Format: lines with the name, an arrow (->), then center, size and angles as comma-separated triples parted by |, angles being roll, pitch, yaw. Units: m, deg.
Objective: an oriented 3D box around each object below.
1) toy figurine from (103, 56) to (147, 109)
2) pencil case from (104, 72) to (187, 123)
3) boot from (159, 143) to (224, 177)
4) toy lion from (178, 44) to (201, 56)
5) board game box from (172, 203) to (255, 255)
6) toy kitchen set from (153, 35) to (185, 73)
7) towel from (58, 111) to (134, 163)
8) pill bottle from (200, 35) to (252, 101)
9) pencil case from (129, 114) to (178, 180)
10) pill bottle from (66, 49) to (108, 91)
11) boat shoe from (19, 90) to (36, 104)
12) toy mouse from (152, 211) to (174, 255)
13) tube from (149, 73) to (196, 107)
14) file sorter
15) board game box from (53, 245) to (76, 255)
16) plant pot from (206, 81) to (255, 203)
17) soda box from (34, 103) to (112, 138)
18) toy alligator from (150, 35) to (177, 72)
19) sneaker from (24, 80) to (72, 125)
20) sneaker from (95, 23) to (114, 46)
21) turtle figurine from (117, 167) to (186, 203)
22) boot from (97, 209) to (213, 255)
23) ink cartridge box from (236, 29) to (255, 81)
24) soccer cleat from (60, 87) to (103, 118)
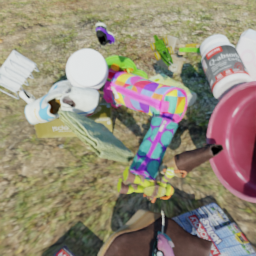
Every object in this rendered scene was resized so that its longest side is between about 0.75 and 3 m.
toy figurine -> -0.270, -1.806, 12.771 | 2.340, 1.756, 2.153 | 18, 54, -16
pencil case -> 0.504, -1.015, 9.025 | 1.292, 1.292, 2.924 | -29, 33, -28
boot -> 1.681, 0.768, 6.822 | 1.683, 1.400, 0.609 | -3, 71, -58
toy lion -> 2.151, -2.627, 9.191 | 0.984, 0.338, 0.943 | 14, 30, 36
board game box -> 2.045, 3.075, 7.615 | 1.934, 0.597, 1.935 | -15, 44, -17
toy kitchen set -> 1.944, -2.830, 10.658 | 1.282, 1.159, 1.421 | -4, 29, -32
towel -> -0.655, 0.230, 6.625 | 1.495, 2.015, 0.368 | 41, 94, 25
pill bottle -> 2.558, -1.650, 7.573 | 0.991, 0.991, 1.711 | -5, 56, -6
pencil case -> 0.609, 0.510, 6.902 | 0.710, 0.771, 1.669 | 22, 70, 11
pill bottle -> -1.268, -1.718, 8.648 | 1.255, 1.255, 2.170 | -8, 5, -9
boat shoe -> -3.586, -1.053, 10.310 | 0.875, 0.286, 0.322 | 37, 45, -23
toy mouse -> 0.614, 2.287, 4.987 | 0.334, 1.726, 1.534 | 12, 64, 7
tube -> 2.018, -1.909, 13.200 | 0.793, 0.710, 2.734 | 17, 19, -44
file sorter -> -3.507, -1.625, 8.796 | 1.194, 0.829, 0.744 | -50, 43, 9
board game box -> -1.050, 4.100, 6.310 | 2.609, 0.805, 2.607 | 31, 49, 30
plant pot -> 3.659, 0.327, 6.666 | 2.380, 2.659, 2.659 | 2, 37, -29
soda box -> -2.129, -0.302, 11.129 | 2.984, 0.955, 1.011 | -3, 41, -2
toy alligator -> 1.045, -2.075, 8.052 | 0.523, 0.379, 1.578 | -21, 57, 5
sneaker -> -2.378, -0.940, 9.828 | 1.044, 0.989, 2.586 | -6, 30, 28
sneaker -> -0.689, -2.584, 8.147 | 0.352, 1.012, 0.503 | -3, 80, 19
turtle figurine -> 0.371, 1.098, 5.060 | 1.082, 1.342, 0.432 | 14, 53, -15
boot -> 0.531, 2.828, 5.947 | 1.945, 0.846, 2.339 | 19, 40, 30
ink cartridge box -> 4.368, -1.265, 8.143 | 2.920, 2.373, 0.833 | 32, 54, 24
soccer cleat -> -1.475, -0.583, 7.738 | 0.958, 2.220, 0.775 | 16, 66, -22
